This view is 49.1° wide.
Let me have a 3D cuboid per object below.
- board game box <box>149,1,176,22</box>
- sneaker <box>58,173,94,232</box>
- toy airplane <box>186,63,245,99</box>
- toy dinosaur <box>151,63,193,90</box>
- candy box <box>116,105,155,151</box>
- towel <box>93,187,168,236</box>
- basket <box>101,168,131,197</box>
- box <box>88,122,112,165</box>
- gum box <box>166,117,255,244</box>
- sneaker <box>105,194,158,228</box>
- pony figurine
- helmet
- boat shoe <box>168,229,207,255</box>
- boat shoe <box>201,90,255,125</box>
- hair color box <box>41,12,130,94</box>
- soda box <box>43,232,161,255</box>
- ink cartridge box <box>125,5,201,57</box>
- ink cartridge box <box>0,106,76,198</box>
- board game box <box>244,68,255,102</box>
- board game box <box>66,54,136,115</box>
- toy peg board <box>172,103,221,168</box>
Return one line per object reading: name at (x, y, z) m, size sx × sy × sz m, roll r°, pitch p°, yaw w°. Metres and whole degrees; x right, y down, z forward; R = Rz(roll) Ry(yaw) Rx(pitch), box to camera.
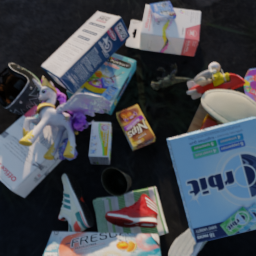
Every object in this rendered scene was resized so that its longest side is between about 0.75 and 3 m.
board game box at (1.258, -4.249, 10.213) m, size 0.794 × 0.173 × 0.798 m, roll -13°, pitch 63°, yaw -7°
sneaker at (-1.638, 2.091, 7.688) m, size 0.824 × 0.621 × 1.763 m, roll -34°, pitch 59°, yaw 3°
toy airplane at (2.647, -1.491, 8.955) m, size 1.625 × 1.632 × 1.152 m, roll -1°, pitch 95°, yaw -10°
toy dinosaur at (1.448, -1.785, 9.731) m, size 1.741 × 0.413 × 0.767 m, roll -14°, pitch 85°, yaw -19°
candy box at (0.228, -0.015, 8.915) m, size 0.781 × 0.378 × 1.338 m, roll -23°, pitch 66°, yaw -10°
towel at (0.041, 2.447, 7.711) m, size 1.849 × 0.216 × 1.410 m, roll -12°, pitch 62°, yaw -6°
basket at (-0.251, 1.506, 7.761) m, size 0.627 × 0.922 × 0.831 m, roll -45°, pitch 72°, yaw 1°
box at (-0.830, 0.462, 8.517) m, size 0.586 × 0.650 × 1.155 m, roll 2°, pitch 62°, yaw 0°
gum box at (2.281, 1.217, 6.695) m, size 2.136 × 0.560 × 2.515 m, roll -14°, pitch 90°, yaw 1°
sneaker at (0.113, 2.227, 7.591) m, size 1.404 × 0.550 × 0.811 m, roll 7°, pitch 48°, yaw 2°
pony figurine at (-1.817, -0.241, 7.842) m, size 2.191 × 1.890 × 2.270 m, roll 20°, pitch 56°, yaw -24°
helmet at (-3.419, -1.142, 8.865) m, size 1.449 × 1.520 × 1.520 m, roll 44°, pitch 70°, yaw -1°
boat shoe at (1.751, 2.927, 7.251) m, size 1.795 × 0.557 × 0.646 m, roll -46°, pitch 33°, yaw -13°
boat shoe at (3.428, -0.168, 7.749) m, size 2.985 × 0.889 × 1.072 m, roll 22°, pitch 72°, yaw 17°
hair color box at (-1.386, -2.533, 9.257) m, size 2.772 × 0.839 × 1.386 m, roll -48°, pitch 49°, yaw -10°
soda box at (-0.598, 3.163, 6.754) m, size 2.723 × 0.931 × 0.866 m, roll 1°, pitch 20°, yaw 0°
ink cartridge box at (1.296, -3.694, 10.529) m, size 2.631 × 0.888 × 1.532 m, roll 8°, pitch 63°, yaw 4°
ink cartridge box at (-2.914, 0.662, 8.258) m, size 1.616 × 0.913 × 2.205 m, roll 36°, pitch 68°, yaw 17°
board game box at (5.431, -1.445, 9.568) m, size 2.757 × 0.537 × 2.179 m, roll -10°, pitch 63°, yaw -6°
board game box at (-0.878, -1.672, 9.703) m, size 1.615 × 0.502 × 2.139 m, roll 21°, pitch 65°, yaw 11°
toy peg board at (3.283, 0.317, 8.139) m, size 2.955 × 1.445 × 2.943 m, roll 25°, pitch 66°, yaw 11°
